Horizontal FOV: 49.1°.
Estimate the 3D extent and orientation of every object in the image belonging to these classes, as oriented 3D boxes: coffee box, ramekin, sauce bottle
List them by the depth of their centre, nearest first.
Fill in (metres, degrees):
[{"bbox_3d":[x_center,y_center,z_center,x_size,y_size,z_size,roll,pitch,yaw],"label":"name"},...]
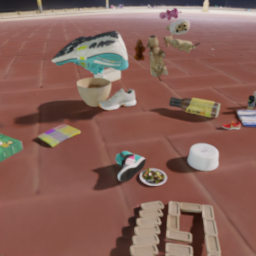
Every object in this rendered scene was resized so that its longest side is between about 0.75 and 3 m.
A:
[{"bbox_3d":[2.563,0.965,9.535,1.024,0.499,1.024,0,27,0],"label":"ramekin"},{"bbox_3d":[-4.832,0.877,9.789,1.148,0.411,1.867,15,31,26],"label":"coffee box"},{"bbox_3d":[3.054,-1.018,13.042,2.287,0.740,0.740,15,31,27],"label":"sauce bottle"}]

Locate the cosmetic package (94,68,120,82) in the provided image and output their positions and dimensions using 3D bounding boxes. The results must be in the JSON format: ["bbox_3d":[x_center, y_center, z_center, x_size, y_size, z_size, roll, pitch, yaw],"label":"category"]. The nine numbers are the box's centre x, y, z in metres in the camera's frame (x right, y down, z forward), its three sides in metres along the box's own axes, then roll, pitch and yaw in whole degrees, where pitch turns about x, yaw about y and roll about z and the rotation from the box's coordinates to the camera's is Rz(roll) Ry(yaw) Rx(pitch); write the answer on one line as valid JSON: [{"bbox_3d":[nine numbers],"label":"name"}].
[{"bbox_3d":[-1.273,-3.206,17.337,0.822,0.581,1.588,21,35,35],"label":"cosmetic package"}]

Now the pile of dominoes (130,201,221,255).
[{"bbox_3d":[1.119,2.662,6.721,1.983,0.405,2.544,4,20,9],"label":"pile of dominoes"}]

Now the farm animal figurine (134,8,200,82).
[{"bbox_3d":[1.595,-3.733,12.386,2.191,2.713,1.364,41,17,-20],"label":"farm animal figurine"}]

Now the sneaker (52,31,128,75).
[{"bbox_3d":[-1.292,-2.171,8.881,2.936,1.169,1.138,7,49,37],"label":"sneaker"}]

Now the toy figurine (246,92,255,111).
[{"bbox_3d":[6.335,-1.152,13.265,1.208,0.854,1.227,14,32,35],"label":"toy figurine"}]

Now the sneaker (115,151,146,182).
[{"bbox_3d":[-0.121,1.180,9.008,0.838,0.581,1.389,22,27,27],"label":"sneaker"}]

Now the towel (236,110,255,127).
[{"bbox_3d":[5.563,-0.434,12.525,1.108,0.180,1.509,3,28,6],"label":"towel"}]

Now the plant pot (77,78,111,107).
[{"bbox_3d":[-1.667,-1.721,13.935,1.672,1.122,1.672,0,28,0],"label":"plant pot"}]

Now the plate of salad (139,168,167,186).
[{"bbox_3d":[0.789,1.510,8.819,0.854,0.205,0.854,0,27,0],"label":"plate of salad"}]

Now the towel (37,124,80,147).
[{"bbox_3d":[-2.741,0.275,11.204,1.059,0.168,1.475,22,36,34],"label":"towel"}]

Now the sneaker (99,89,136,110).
[{"bbox_3d":[-0.543,-1.461,13.704,1.932,0.889,0.732,-14,30,-24],"label":"sneaker"}]

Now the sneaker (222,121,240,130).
[{"bbox_3d":[4.341,-0.136,11.795,0.772,0.328,0.297,-2,28,-3],"label":"sneaker"}]
